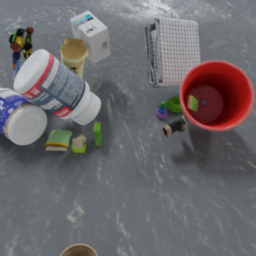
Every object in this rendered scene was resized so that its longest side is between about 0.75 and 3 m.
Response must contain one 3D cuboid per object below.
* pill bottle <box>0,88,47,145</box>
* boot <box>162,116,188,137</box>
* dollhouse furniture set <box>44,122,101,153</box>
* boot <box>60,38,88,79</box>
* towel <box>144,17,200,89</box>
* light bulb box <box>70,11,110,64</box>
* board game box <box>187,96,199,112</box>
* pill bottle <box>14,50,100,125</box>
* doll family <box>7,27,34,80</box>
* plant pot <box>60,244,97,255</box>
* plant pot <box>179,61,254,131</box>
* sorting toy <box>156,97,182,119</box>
[{"bbox_3d":[-4.333,-0.567,10.231,2.517,1.506,1.506,29,49,28],"label":"pill bottle"},{"bbox_3d":[1.584,0.024,9.585,0.822,1.092,0.400,-27,76,-8],"label":"boot"},{"bbox_3d":[-1.963,0.265,9.866,1.988,0.768,0.994,1,42,2],"label":"dollhouse furniture set"},{"bbox_3d":[-2.177,-2.205,10.945,0.996,2.126,2.735,2,28,-14],"label":"boot"},{"bbox_3d":[1.768,-3.034,11.519,2.209,2.667,1.141,-9,7,-31],"label":"towel"},{"bbox_3d":[-1.603,-3.872,12.002,0.935,1.485,1.499,-32,62,-18],"label":"light bulb box"},{"bbox_3d":[2.166,-0.782,9.315,0.124,0.397,0.830,11,-3,33],"label":"board game box"},{"bbox_3d":[-2.360,-1.270,9.883,1.654,2.766,1.654,-27,46,31],"label":"pill bottle"},{"bbox_3d":[-4.162,-3.059,10.994,1.028,1.515,2.621,-1,50,-25],"label":"doll family"},{"bbox_3d":[-1.190,3.349,6.702,0.983,0.454,0.983,1,43,0],"label":"plant pot"},{"bbox_3d":[2.795,-0.959,9.662,2.295,2.030,2.295,0,87,3],"label":"plant pot"},{"bbox_3d":[2.113,-1.252,11.323,2.404,0.828,0.833,-30,57,-24],"label":"sorting toy"}]
